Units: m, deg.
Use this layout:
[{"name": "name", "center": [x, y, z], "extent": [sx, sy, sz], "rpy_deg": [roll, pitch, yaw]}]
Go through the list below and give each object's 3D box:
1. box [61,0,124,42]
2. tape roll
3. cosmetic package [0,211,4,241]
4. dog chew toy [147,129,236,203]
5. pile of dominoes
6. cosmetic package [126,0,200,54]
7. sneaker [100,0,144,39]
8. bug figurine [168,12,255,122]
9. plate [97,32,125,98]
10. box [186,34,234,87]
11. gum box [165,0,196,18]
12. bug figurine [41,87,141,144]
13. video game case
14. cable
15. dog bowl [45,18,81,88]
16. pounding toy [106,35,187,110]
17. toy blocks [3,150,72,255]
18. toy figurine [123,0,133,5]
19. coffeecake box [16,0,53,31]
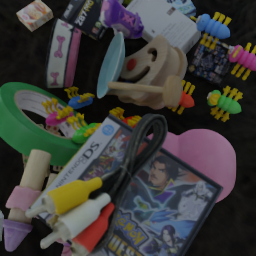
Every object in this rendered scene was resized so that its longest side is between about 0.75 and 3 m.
[{"name": "box", "center": [-1.051, -3.717, 8.602], "extent": [1.367, 0.416, 1.696], "rpy_deg": [31, 92, 12]}, {"name": "tape roll", "center": [-1.980, -0.128, 6.626], "extent": [2.390, 2.390, 0.574], "rpy_deg": [44, 108, 15]}, {"name": "cosmetic package", "center": [-3.546, 1.910, 5.992], "extent": [1.146, 1.145, 1.389], "rpy_deg": [-21, 58, -42]}, {"name": "dog chew toy", "center": [0.978, 0.845, 6.618], "extent": [2.826, 1.760, 1.760], "rpy_deg": [4, 69, 9]}, {"name": "pile of dominoes", "center": [-2.256, 0.567, 7.255], "extent": [1.103, 0.225, 1.415], "rpy_deg": [-12, 81, 4]}, {"name": "cosmetic package", "center": [0.986, -3.082, 8.437], "extent": [2.198, 0.814, 1.117], "rpy_deg": [42, 92, 14]}, {"name": "sneaker", "center": [-0.074, -2.662, 6.907], "extent": [0.795, 1.798, 0.723], "rpy_deg": [19, 95, 17]}, {"name": "bug figurine", "center": [2.166, -1.466, 7.212], "extent": [2.185, 0.725, 2.818], "rpy_deg": [26, 104, 9]}, {"name": "plate", "center": [-0.393, -1.508, 6.904], "extent": [0.214, 1.676, 1.676], "rpy_deg": [16, 68, -19]}, {"name": "box", "center": [2.362, -1.891, 7.939], "extent": [1.135, 1.144, 0.284], "rpy_deg": [28, 42, 12]}, {"name": "gum box", "center": [1.476, -4.085, 9.233], "extent": [1.069, 0.280, 1.259], "rpy_deg": [-20, 70, -7]}, {"name": "bug figurine", "center": [-0.960, -0.273, 6.972], "extent": [2.469, 0.635, 1.915], "rpy_deg": [29, 34, 32]}, {"name": "video game case", "center": [-0.018, 1.162, 4.552], "extent": [2.354, 0.300, 2.127], "rpy_deg": [33, 69, 16]}, {"name": "cable", "center": [-0.101, 0.839, 4.046], "extent": [2.604, 0.655, 1.264], "rpy_deg": [-37, 112, -27]}, {"name": "dog bowl", "center": [-1.748, -1.940, 7.626], "extent": [0.686, 1.860, 1.860], "rpy_deg": [11, 69, -11]}, {"name": "pounding toy", "center": [0.252, -1.483, 6.788], "extent": [2.863, 1.643, 1.637], "rpy_deg": [17, 88, 47]}, {"name": "toy blocks", "center": [-0.841, 2.093, 5.648], "extent": [2.787, 2.605, 2.346], "rpy_deg": [12, 67, 0]}, {"name": "toy figurine", "center": [-0.276, -3.771, 9.088], "extent": [1.156, 0.610, 0.693], "rpy_deg": [-8, 100, 6]}, {"name": "coffeecake box", "center": [-3.000, -3.641, 9.040], "extent": [0.885, 0.323, 0.680], "rpy_deg": [-42, 74, -15]}]
